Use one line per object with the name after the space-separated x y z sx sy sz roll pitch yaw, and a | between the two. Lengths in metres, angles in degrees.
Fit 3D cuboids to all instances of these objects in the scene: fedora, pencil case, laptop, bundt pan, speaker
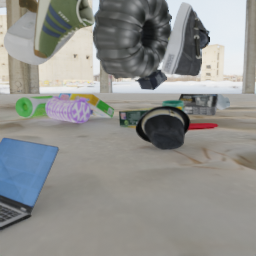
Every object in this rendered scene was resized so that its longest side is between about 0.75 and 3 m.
0.778 0.107 5.880 1.214 1.214 0.555 -1 45 -9 | fedora
-2.288 -0.707 10.470 0.895 0.912 2.133 -3 7 -44 | pencil case
-1.525 0.567 2.986 1.082 0.669 1.155 5 10 34 | laptop
0.357 -2.811 8.360 1.098 2.926 2.926 19 18 34 | bundt pan
-3.857 -0.966 12.255 0.911 0.911 2.060 4 10 24 | speaker

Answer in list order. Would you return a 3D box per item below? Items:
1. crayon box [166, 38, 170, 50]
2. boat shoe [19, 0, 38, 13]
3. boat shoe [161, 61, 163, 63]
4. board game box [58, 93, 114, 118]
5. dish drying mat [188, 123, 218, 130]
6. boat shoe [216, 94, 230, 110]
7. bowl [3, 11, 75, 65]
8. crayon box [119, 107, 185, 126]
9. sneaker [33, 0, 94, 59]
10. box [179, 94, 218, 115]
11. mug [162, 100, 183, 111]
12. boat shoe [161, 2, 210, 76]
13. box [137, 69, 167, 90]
1.137 -3.622 12.434 1.123 1.770 0.449 32 9 16 | crayon box
-3.232 -4.155 9.468 1.107 0.398 0.374 30 31 29 | boat shoe
0.914 -2.945 11.822 1.076 0.489 0.381 1 34 20 | boat shoe
-1.754 -0.932 11.595 1.920 0.387 1.469 7 -17 37 | board game box
1.951 -0.042 8.716 1.552 0.141 0.596 -3 8 -15 | dish drying mat
5.088 -1.381 15.789 0.738 0.856 2.379 -15 -9 33 | boat shoe
-3.169 -3.278 9.694 2.120 2.117 0.791 25 -24 28 | bowl
0.887 -0.400 9.386 2.078 0.528 1.319 -10 8 -44 | crayon box
-1.536 -2.707 7.004 1.340 1.001 2.985 15 -35 -14 | sneaker
3.256 -1.126 13.200 1.775 0.442 1.400 4 32 22 | box
1.796 -0.720 11.332 0.849 0.639 1.034 3 18 17 | mug
1.137 -1.635 5.127 0.725 0.765 2.187 17 42 3 | boat shoe
1.045 -2.117 12.228 0.909 0.534 0.894 -41 28 -21 | box
